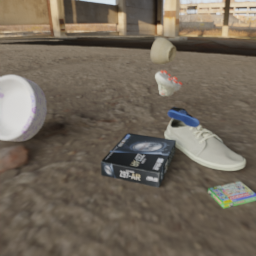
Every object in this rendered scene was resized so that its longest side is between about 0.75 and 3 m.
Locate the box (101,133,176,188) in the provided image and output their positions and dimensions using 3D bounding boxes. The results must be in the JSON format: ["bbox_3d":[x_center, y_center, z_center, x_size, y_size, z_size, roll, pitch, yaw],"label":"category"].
[{"bbox_3d":[0.364,0.826,7.936,1.608,0.437,2.007,9,24,19],"label":"box"}]

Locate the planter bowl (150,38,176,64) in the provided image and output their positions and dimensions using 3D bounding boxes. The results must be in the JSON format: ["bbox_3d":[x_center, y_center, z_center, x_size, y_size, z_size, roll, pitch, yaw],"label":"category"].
[{"bbox_3d":[1.420,-2.897,10.777,0.672,0.998,0.998,24,32,31],"label":"planter bowl"}]

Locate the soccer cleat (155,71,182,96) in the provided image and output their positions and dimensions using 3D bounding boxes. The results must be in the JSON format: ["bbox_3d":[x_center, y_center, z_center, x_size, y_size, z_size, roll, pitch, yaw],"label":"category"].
[{"bbox_3d":[1.479,-1.609,10.827,0.771,0.863,2.226,49,18,16],"label":"soccer cleat"}]

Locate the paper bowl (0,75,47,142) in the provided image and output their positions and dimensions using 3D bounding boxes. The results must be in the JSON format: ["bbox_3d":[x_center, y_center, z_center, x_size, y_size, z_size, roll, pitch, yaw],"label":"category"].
[{"bbox_3d":[-3.636,-0.599,9.240,2.099,2.099,1.092,8,-3,19],"label":"paper bowl"}]

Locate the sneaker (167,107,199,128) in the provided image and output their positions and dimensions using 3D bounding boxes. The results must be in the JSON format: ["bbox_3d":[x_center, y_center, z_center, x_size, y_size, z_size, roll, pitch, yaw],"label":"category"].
[{"bbox_3d":[1.499,-0.320,7.399,0.881,0.309,0.343,27,48,20],"label":"sneaker"}]

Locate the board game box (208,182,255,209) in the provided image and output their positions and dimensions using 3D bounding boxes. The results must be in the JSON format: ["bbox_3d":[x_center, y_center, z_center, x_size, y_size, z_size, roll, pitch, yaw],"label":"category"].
[{"bbox_3d":[2.454,1.564,6.591,0.926,0.135,0.623,-8,24,-17],"label":"board game box"}]

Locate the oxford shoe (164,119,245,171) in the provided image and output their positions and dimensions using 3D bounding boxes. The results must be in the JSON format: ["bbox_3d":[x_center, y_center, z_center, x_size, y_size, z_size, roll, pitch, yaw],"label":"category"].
[{"bbox_3d":[2.174,0.405,8.439,1.102,0.846,2.930,-11,27,-31],"label":"oxford shoe"}]
